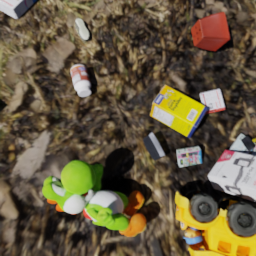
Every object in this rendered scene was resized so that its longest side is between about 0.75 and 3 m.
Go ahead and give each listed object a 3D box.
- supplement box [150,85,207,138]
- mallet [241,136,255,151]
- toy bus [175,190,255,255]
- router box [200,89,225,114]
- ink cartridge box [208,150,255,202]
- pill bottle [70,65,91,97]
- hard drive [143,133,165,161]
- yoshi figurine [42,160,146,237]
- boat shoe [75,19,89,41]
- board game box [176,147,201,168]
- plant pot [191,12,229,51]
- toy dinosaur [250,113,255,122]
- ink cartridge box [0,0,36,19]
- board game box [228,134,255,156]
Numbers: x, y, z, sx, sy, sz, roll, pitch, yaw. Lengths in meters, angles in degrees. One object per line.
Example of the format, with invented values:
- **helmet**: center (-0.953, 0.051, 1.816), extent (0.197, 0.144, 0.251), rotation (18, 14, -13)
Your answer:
- **supplement box**: center (1.714, -0.560, 9.715), extent (1.660, 0.904, 0.909), rotation (31, 67, 11)
- **mallet**: center (4.458, 0.435, 9.490), extent (1.430, 0.294, 0.471), rotation (-9, 64, -26)
- **toy bus**: center (2.436, 3.103, 7.992), extent (2.489, 1.689, 2.390), rotation (12, 85, 6)
- **router box**: center (3.008, -0.941, 10.043), extent (0.725, 0.197, 0.808), rotation (-12, 58, 15)
- **ink cartridge box**: center (3.504, 1.436, 8.480), extent (1.208, 0.694, 1.664), rotation (-47, 32, -24)
- **pill bottle**: center (-1.734, -1.733, 10.385), extent (0.621, 0.621, 1.107), rotation (-15, 68, -6)
- **hard drive**: center (0.829, 0.644, 9.334), extent (0.182, 0.581, 0.862), rotation (-22, 79, -34)
- **yoshi figurine**: center (-0.786, 1.845, 7.739), extent (2.967, 1.668, 1.661), rotation (26, 73, -22)
- **boat shoe**: center (-1.910, -3.962, 11.461), extent (0.390, 0.326, 1.090), rotation (-8, 66, -33)
- **board game box**: center (2.008, 0.958, 9.237), extent (0.751, 0.554, 0.241), rotation (-11, 29, 2)
- **plant pot**: center (2.981, -3.543, 10.433), extent (0.949, 1.077, 1.076), rotation (-7, 83, -14)
- **toy dinosaur**: center (4.762, -0.468, 10.049), extent (0.552, 0.297, 1.253), rotation (36, 71, -2)
- **ink cartridge box**: center (-4.749, -5.475, 11.942), extent (1.015, 0.594, 1.404), rotation (30, 72, 11)
- **board game box**: center (4.047, 0.867, 9.452), extent (1.127, 0.362, 0.831), rotation (37, 72, 15)
